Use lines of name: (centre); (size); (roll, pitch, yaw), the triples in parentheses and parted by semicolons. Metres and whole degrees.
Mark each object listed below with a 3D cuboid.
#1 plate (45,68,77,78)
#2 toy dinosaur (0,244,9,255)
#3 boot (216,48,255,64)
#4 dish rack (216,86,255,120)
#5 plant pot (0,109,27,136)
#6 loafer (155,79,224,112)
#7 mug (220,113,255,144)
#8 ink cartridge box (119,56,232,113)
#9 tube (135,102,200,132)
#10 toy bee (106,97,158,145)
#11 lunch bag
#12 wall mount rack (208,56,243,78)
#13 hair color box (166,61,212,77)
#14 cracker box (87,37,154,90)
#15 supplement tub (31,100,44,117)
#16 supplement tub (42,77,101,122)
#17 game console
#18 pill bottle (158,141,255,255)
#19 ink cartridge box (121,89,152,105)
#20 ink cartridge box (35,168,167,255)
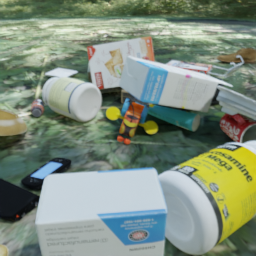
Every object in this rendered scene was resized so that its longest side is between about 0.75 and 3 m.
plate: (-3.207, -2.583, 13.500); (1.144, 0.185, 1.142); (14, 31, 19)
toy dinosaur: (-2.014, 2.002, 3.882); (1.798, 0.523, 0.909); (14, 28, 27)
boot: (6.190, -4.153, 16.023); (2.240, 0.845, 0.825); (0, 28, 2)
dish rack: (3.567, -0.299, 7.441); (2.615, 0.569, 2.245); (27, 12, 21)
plant pot: (-4.113, -0.295, 7.569); (2.682, 0.368, 2.682); (12, 9, -2)
loafer: (2.199, -1.193, 9.824); (2.787, 0.978, 0.946); (-12, 29, -23)
mug: (3.055, -0.074, 7.549); (0.803, 1.069, 1.204); (-15, 24, -5)
ink cartridge box: (1.369, -1.223, 8.148); (2.819, 0.956, 1.623); (6, 21, -25)
tube: (1.199, -0.412, 8.770); (2.052, 0.795, 0.517); (19, 76, 33)
toy bee: (-0.001, -0.196, 7.833); (1.462, 1.214, 2.233); (23, 4, 23)
lunch bag: (-0.862, -2.230, 11.729); (1.582, 1.134, 1.929); (-6, 30, -2)
wall mount rack: (3.981, -2.413, 11.430); (1.192, 0.512, 1.372); (-25, -8, -1)
hair color box: (2.815, -2.694, 13.275); (1.994, 0.637, 1.106); (14, 29, 23)
cracker box: (-0.209, -2.308, 10.203); (2.336, 1.565, 0.674); (-8, 8, 7)
supplement tub: (-3.030, -0.644, 9.363); (0.414, 0.414, 0.774); (-6, 27, -12)
supplement tub: (-1.840, -0.967, 9.041); (1.695, 1.229, 1.229); (20, 33, 35)
game console: (-2.102, 1.141, 5.923); (1.232, 0.252, 2.089); (14, 29, 26)
pill bottle: (1.652, 1.040, 4.908); (2.362, 1.328, 1.328); (-18, 32, -32)
ink cartridge box: (0.514, -1.305, 10.570); (1.145, 0.522, 1.389); (11, 28, 20)
ink cartridge box: (-0.278, 1.486, 3.452); (1.329, 1.839, 0.779); (-3, 30, -6)
